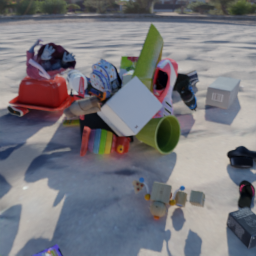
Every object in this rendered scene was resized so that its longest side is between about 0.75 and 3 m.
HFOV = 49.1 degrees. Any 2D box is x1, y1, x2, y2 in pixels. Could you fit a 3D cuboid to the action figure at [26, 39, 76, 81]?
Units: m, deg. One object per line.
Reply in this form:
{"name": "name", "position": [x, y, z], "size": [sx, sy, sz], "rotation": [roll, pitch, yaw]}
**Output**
{"name": "action figure", "position": [-3.498, -2.436, 11.699], "size": [2.857, 1.914, 2.127], "rotation": [-11, 44, 43]}

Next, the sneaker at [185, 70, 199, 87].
{"name": "sneaker", "position": [3.526, -2.802, 16.866], "size": [1.603, 0.869, 0.562], "rotation": [-18, 13, 43]}

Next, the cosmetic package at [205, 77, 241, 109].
{"name": "cosmetic package", "position": [4.928, -1.891, 14.485], "size": [1.218, 1.029, 2.281], "rotation": [17, 28, 29]}

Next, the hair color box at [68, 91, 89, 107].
{"name": "hair color box", "position": [-1.820, -1.417, 13.184], "size": [1.425, 0.860, 2.807], "rotation": [16, 25, -4]}

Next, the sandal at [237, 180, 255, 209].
{"name": "sandal", "position": [3.332, 1.816, 7.863], "size": [0.448, 0.269, 1.194], "rotation": [12, 29, 22]}

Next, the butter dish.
{"name": "butter dish", "position": [-4.031, -2.018, 13.377], "size": [2.573, 1.907, 2.580], "rotation": [9, 22, 3]}

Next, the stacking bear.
{"name": "stacking bear", "position": [-0.753, 0.519, 9.659], "size": [1.623, 0.986, 0.923], "rotation": [9, 17, -6]}

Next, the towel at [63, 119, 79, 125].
{"name": "towel", "position": [-2.191, -0.284, 12.025], "size": [1.158, 0.105, 0.498], "rotation": [-4, 25, -1]}

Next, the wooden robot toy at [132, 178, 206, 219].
{"name": "wooden robot toy", "position": [0.940, 1.975, 7.341], "size": [2.015, 0.888, 0.915], "rotation": [9, 63, 16]}

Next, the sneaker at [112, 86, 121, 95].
{"name": "sneaker", "position": [-0.497, -1.644, 12.096], "size": [1.733, 0.701, 0.640], "rotation": [39, 40, -4]}

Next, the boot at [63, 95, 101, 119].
{"name": "boot", "position": [-1.261, -0.520, 7.643], "size": [0.970, 0.466, 1.326], "rotation": [-26, -8, -4]}

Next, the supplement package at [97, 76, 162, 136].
{"name": "supplement package", "position": [-0.038, -0.617, 9.525], "size": [1.324, 1.320, 2.258], "rotation": [-44, 7, -12]}

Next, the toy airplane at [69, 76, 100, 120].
{"name": "toy airplane", "position": [-1.338, -0.885, 8.698], "size": [0.251, 1.366, 1.366], "rotation": [-7, 19, 33]}

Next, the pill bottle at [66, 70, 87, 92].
{"name": "pill bottle", "position": [-1.794, -1.633, 9.829], "size": [0.619, 0.619, 1.088], "rotation": [-8, 23, -16]}

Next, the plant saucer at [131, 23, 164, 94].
{"name": "plant saucer", "position": [0.810, -2.181, 11.104], "size": [0.645, 2.693, 2.689], "rotation": [15, 66, 9]}

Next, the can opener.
{"name": "can opener", "position": [4.283, 0.983, 9.339], "size": [1.988, 0.782, 0.630], "rotation": [1, -12, -4]}

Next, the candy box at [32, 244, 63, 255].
{"name": "candy box", "position": [-1.739, 2.967, 5.402], "size": [1.180, 0.422, 0.990], "rotation": [-15, 30, -29]}

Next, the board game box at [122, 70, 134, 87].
{"name": "board game box", "position": [0.325, -1.889, 11.289], "size": [0.744, 0.757, 1.444], "rotation": [-2, 18, 17]}

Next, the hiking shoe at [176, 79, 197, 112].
{"name": "hiking shoe", "position": [2.817, -1.577, 13.453], "size": [0.774, 0.902, 2.081], "rotation": [-23, 31, 21]}

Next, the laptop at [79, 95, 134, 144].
{"name": "laptop", "position": [-0.959, -0.365, 11.123], "size": [1.982, 1.227, 2.116], "rotation": [-5, 27, -11]}

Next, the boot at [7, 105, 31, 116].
{"name": "boot", "position": [-5.123, -0.898, 13.191], "size": [1.006, 0.364, 0.726], "rotation": [21, 32, 21]}

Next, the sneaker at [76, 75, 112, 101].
{"name": "sneaker", "position": [-1.511, -1.650, 11.569], "size": [2.095, 0.789, 0.822], "rotation": [35, 25, 31]}

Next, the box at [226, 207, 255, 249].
{"name": "box", "position": [2.836, 2.345, 6.634], "size": [0.588, 0.424, 0.793], "rotation": [-10, 28, -19]}

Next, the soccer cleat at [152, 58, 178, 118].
{"name": "soccer cleat", "position": [1.251, -1.207, 10.776], "size": [0.988, 2.961, 1.132], "rotation": [24, 37, 24]}

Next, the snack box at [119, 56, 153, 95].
{"name": "snack box", "position": [0.461, -2.093, 13.322], "size": [1.878, 2.641, 0.700], "rotation": [4, -17, 11]}

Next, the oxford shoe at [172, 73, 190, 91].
{"name": "oxford shoe", "position": [2.134, -2.702, 16.018], "size": [2.848, 1.035, 1.202], "rotation": [-6, 26, -12]}

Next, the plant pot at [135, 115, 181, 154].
{"name": "plant pot", "position": [0.973, 0.162, 10.246], "size": [1.397, 1.397, 1.327], "rotation": [-23, 22, -38]}

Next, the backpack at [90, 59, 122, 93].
{"name": "backpack", "position": [-0.814, -1.724, 9.250], "size": [1.022, 0.974, 0.788], "rotation": [25, 48, 30]}
